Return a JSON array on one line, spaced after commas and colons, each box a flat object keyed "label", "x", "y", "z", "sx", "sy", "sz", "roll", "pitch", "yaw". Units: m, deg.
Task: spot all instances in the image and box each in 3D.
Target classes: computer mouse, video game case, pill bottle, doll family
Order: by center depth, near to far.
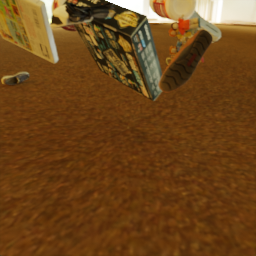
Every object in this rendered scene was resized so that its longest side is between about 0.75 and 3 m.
[{"label": "computer mouse", "x": -0.953, "y": -1.981, "z": 4.855, "sx": 0.890, "sy": 0.356, "sz": 1.623, "roll": -23, "pitch": 25, "yaw": -30}, {"label": "video game case", "x": -2.836, "y": -2.792, "z": 7.412, "sx": 1.889, "sy": 2.076, "sz": 0.238, "roll": 27, "pitch": 66, "yaw": 8}, {"label": "doll family", "x": 1.713, "y": -2.576, "z": 8.444, "sx": 0.990, "sy": 1.596, "sz": 0.719, "roll": -4, "pitch": 22, "yaw": 17}, {"label": "pill bottle", "x": 1.318, "y": -3.920, "z": 8.801, "sx": 0.966, "sy": 0.966, "sz": 1.764, "roll": -7, "pitch": 27, "yaw": -15}, {"label": "pill bottle", "x": -1.856, "y": -4.048, "z": 9.506, "sx": 1.382, "sy": 1.382, "sz": 2.421, "roll": -10, "pitch": 15, "yaw": -20}]

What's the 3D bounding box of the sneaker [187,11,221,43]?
[{"label": "sneaker", "x": 2.566, "y": -4.090, "z": 11.302, "sx": 2.502, "sy": 0.886, "sz": 0.914, "roll": 29, "pitch": 55, "yaw": -20}]

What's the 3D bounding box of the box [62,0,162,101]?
[{"label": "box", "x": -0.232, "y": -1.906, "z": 6.847, "sx": 2.052, "sy": 2.582, "sz": 0.594, "roll": 33, "pitch": 79, "yaw": 27}]

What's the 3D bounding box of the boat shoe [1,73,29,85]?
[{"label": "boat shoe", "x": -5.496, "y": -2.385, "z": 13.835, "sx": 1.376, "sy": 0.495, "sz": 0.446, "roll": -21, "pitch": 42, "yaw": -37}]

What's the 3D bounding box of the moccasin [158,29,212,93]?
[{"label": "moccasin", "x": 0.836, "y": -1.016, "z": 4.311, "sx": 0.406, "sy": 1.109, "sz": 0.428, "roll": 32, "pitch": -4, "yaw": -13}]
